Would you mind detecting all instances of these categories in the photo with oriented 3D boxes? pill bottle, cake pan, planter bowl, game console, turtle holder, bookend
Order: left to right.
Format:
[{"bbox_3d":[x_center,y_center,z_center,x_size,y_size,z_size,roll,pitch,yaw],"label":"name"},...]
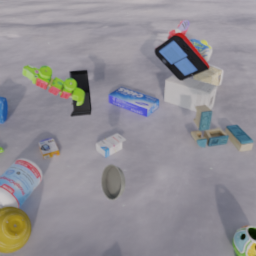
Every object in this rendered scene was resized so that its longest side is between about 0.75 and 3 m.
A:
[{"bbox_3d":[-3.514,1.883,8.369,1.053,1.053,1.936,11,37,15],"label":"pill bottle"},{"bbox_3d":[-3.019,2.596,7.296,1.189,0.495,1.189,22,52,-31],"label":"planter bowl"},{"bbox_3d":[-1.319,-0.969,7.604,0.535,1.154,1.161,-6,13,-5],"label":"bookend"},{"bbox_3d":[-0.327,1.205,6.224,0.144,0.785,0.785,5,27,-40],"label":"cake pan"},{"bbox_3d":[2.068,-2.769,11.218,0.323,1.843,2.083,-46,12,-17],"label":"game console"},{"bbox_3d":[3.098,2.992,7.063,0.835,0.780,1.099,14,38,18],"label":"turtle holder"}]

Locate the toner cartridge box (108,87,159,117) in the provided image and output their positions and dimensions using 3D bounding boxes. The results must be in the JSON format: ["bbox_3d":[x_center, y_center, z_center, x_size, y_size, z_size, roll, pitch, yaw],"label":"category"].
[{"bbox_3d":[0.246,-1.268,13.243,2.228,0.481,1.058,22,41,28],"label":"toner cartridge box"}]

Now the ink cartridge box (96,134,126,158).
[{"bbox_3d":[-0.638,0.657,10.677,1.040,0.353,0.598,-26,43,-32],"label":"ink cartridge box"}]

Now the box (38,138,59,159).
[{"bbox_3d":[-3.036,0.764,10.673,0.597,0.208,1.002,-16,36,-21],"label":"box"}]

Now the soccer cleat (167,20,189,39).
[{"bbox_3d":[2.287,-4.120,12.032,0.633,0.552,1.654,33,52,17],"label":"soccer cleat"}]

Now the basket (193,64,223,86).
[{"bbox_3d":[4.246,-2.799,15.035,0.845,0.928,1.369,-29,45,-28],"label":"basket"}]

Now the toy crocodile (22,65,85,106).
[{"bbox_3d":[-1.511,-0.873,5.735,1.344,0.454,0.415,25,57,-18],"label":"toy crocodile"}]

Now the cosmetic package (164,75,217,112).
[{"bbox_3d":[2.861,-1.596,13.112,2.210,1.189,0.937,24,42,28],"label":"cosmetic package"}]

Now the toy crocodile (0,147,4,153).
[{"bbox_3d":[-5.157,0.964,10.330,1.063,0.328,0.359,-18,39,-31],"label":"toy crocodile"}]

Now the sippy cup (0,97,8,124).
[{"bbox_3d":[-5.970,-0.784,11.827,1.514,1.622,2.066,4,60,-12],"label":"sippy cup"}]

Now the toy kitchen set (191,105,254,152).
[{"bbox_3d":[3.587,-0.009,10.496,2.049,1.642,1.207,-8,36,-11],"label":"toy kitchen set"}]

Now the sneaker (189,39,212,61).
[{"bbox_3d":[2.866,-3.212,11.466,0.869,0.627,1.655,12,30,-4],"label":"sneaker"}]
